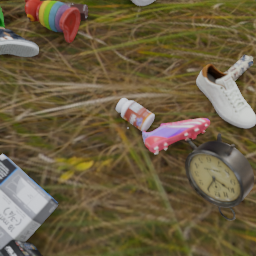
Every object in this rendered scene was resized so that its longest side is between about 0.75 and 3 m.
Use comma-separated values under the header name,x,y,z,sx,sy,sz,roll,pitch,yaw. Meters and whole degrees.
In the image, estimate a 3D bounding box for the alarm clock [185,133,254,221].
name,x,y,z,sx,sy,sz,roll,pitch,yaw
alarm clock,2.206,1.261,6.675,0.747,2.244,1.514,-28,22,-34

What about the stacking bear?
name,x,y,z,sx,sy,sz,roll,pitch,yaw
stacking bear,-2.613,-3.751,9.333,1.783,1.083,1.014,22,75,10

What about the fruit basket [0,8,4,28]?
name,x,y,z,sx,sy,sz,roll,pitch,yaw
fruit basket,-5.120,-3.623,9.335,1.806,1.302,1.806,-1,47,1

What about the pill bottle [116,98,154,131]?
name,x,y,z,sx,sy,sz,roll,pitch,yaw
pill bottle,0.186,-0.409,8.079,1.051,0.590,0.590,35,69,16

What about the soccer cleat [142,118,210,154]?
name,x,y,z,sx,sy,sz,roll,pitch,yaw
soccer cleat,1.355,0.057,7.857,1.953,0.651,0.747,-24,63,-8

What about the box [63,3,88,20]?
name,x,y,z,sx,sy,sz,roll,pitch,yaw
box,-1.915,-4.143,9.977,0.912,0.342,0.457,7,63,3

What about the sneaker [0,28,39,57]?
name,x,y,z,sx,sy,sz,roll,pitch,yaw
sneaker,-3.833,-2.829,9.127,1.933,0.758,0.767,4,70,4

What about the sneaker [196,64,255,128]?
name,x,y,z,sx,sy,sz,roll,pitch,yaw
sneaker,2.887,-0.952,8.149,0.812,0.944,2.230,-35,71,-17

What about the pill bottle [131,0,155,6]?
name,x,y,z,sx,sy,sz,roll,pitch,yaw
pill bottle,0.185,-5.749,10.196,1.358,1.358,2.419,-24,65,-11

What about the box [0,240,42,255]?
name,x,y,z,sx,sy,sz,roll,pitch,yaw
box,-2.059,2.974,6.027,1.121,1.399,0.310,41,72,18

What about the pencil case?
name,x,y,z,sx,sy,sz,roll,pitch,yaw
pencil case,3.459,-1.847,8.818,1.082,0.484,0.421,-40,69,-16

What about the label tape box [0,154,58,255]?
name,x,y,z,sx,sy,sz,roll,pitch,yaw
label tape box,-3.256,2.180,6.734,1.809,0.794,2.508,36,69,16
